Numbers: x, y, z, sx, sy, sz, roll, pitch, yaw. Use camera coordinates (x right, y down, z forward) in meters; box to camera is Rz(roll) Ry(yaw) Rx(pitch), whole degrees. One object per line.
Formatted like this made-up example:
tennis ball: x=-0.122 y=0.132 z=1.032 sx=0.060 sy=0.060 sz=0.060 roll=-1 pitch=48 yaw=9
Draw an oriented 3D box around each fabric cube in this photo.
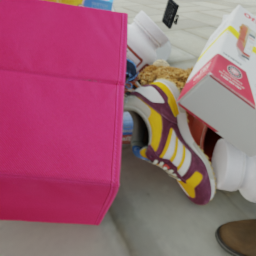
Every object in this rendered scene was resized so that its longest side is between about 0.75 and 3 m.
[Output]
fabric cube: x=-1.703 y=-0.113 z=4.776 sx=2.942 sy=2.896 sz=2.952 roll=6 pitch=62 yaw=-7

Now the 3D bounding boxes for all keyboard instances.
keyboard: x=1.357 y=-3.549 z=8.855 sx=0.128 sy=0.998 sz=0.599 roll=-40 pitch=78 yaw=-18

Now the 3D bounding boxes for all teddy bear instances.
teddy bear: x=0.999 y=-1.200 z=6.672 sx=1.554 sy=0.716 sz=2.144 roll=-10 pitch=23 yaw=4

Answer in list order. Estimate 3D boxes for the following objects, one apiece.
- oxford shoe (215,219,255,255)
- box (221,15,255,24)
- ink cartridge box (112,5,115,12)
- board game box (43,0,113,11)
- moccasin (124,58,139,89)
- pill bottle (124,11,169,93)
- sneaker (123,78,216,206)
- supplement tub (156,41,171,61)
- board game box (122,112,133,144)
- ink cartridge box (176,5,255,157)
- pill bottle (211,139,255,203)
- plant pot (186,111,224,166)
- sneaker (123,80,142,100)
oxford shoe: x=2.730 y=1.796 z=4.848 sx=2.361 sy=0.996 sz=0.858 roll=0 pitch=36 yaw=3
box: x=3.980 y=-1.707 z=8.415 sx=2.772 sy=2.786 sz=1.821 roll=8 pitch=35 yaw=11
ink cartridge box: x=-0.885 y=-2.728 z=7.978 sx=1.017 sy=1.402 sz=0.587 roll=-14 pitch=67 yaw=-13
board game box: x=-1.165 y=-2.428 z=6.276 sx=1.522 sy=1.165 sz=0.307 roll=9 pitch=39 yaw=-5
moccasin: x=-0.250 y=-0.958 z=4.905 sx=0.613 sy=0.519 sz=1.523 roll=-3 pitch=-4 yaw=21
pill bottle: x=-0.137 y=-1.906 z=7.781 sx=1.407 sy=2.509 sz=1.407 roll=42 pitch=17 yaw=-16
sneaker: x=0.720 y=0.502 z=5.544 sx=1.253 sy=2.782 sz=1.043 roll=-30 pitch=11 yaw=-24
supplement tub: x=0.876 y=-3.865 z=12.869 sx=1.434 sy=1.434 sz=2.340 roll=-12 pitch=36 yaw=-17
board game box: x=-0.388 y=-0.008 z=7.250 sx=2.757 sy=0.268 sz=1.419 roll=-4 pitch=24 yaw=36
ink cartridge box: x=2.137 y=-0.941 z=5.126 sx=1.684 sy=0.968 sz=2.321 roll=34 pitch=54 yaw=-4
pill bottle: x=3.080 y=0.859 z=5.667 sx=2.519 sy=1.411 sz=1.411 roll=7 pitch=34 yaw=1
plant pot: x=2.041 y=-0.279 z=7.157 sx=2.125 sy=2.125 sz=2.067 roll=-15 pitch=29 yaw=-22
sneaker: x=-0.127 y=-1.643 z=9.293 sx=2.949 sy=1.171 sz=1.156 roll=32 pitch=34 yaw=21
